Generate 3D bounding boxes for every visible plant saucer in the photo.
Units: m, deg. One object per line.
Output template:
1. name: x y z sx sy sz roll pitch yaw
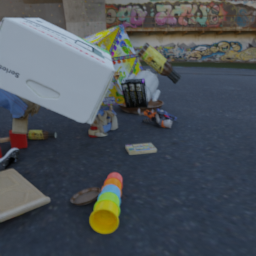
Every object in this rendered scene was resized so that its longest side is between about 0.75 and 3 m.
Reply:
1. plant saucer: -1.124 1.853 7.527 0.836 0.134 0.836 -16 12 4
2. plant saucer: 0.745 -1.354 17.431 2.884 0.527 2.884 -1 17 0

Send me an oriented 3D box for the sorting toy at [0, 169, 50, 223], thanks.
1. sorting toy: -3.766 1.931 7.107 2.638 0.520 2.850 -15 18 -40

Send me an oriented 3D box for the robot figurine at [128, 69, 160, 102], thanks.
1. robot figurine: 0.548 -1.489 10.415 1.355 0.902 1.598 29 55 1

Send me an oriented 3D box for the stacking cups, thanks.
1. stacking cups: -0.428 1.759 7.242 0.670 0.670 2.215 2 17 6

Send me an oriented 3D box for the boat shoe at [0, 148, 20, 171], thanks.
1. boat shoe: -4.080 1.106 9.741 0.420 0.443 1.266 9 20 9

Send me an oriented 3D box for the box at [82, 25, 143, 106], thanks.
1. box: -1.141 -2.515 12.175 2.871 2.765 1.751 1 39 43

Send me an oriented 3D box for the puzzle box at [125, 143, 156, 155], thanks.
1. puzzle box: 0.499 0.824 11.094 1.102 0.140 0.733 -5 17 -14

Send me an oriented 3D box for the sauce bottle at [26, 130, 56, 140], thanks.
1. sauce bottle: -3.810 0.306 12.282 1.280 0.414 0.414 -1 17 3

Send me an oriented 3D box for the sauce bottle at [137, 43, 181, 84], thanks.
1. sauce bottle: 1.190 -2.364 10.414 1.840 0.595 0.595 39 18 -6

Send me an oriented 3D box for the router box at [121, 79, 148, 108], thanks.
1. router box: 0.192 -0.950 7.840 0.649 0.870 0.222 1 44 15

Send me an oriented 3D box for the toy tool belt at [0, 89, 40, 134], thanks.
1. toy tool belt: -3.781 -1.221 7.720 2.992 1.839 1.868 32 -16 -21

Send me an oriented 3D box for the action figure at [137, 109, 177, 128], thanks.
1. action figure: 1.628 -0.441 14.442 1.898 0.993 1.836 18 9 -44

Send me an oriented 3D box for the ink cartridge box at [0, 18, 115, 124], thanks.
1. ink cartridge box: -1.528 -1.452 6.376 2.169 1.249 2.972 23 17 -14

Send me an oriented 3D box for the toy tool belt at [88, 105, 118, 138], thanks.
1. toy tool belt: -1.271 -0.462 13.255 1.318 1.297 2.110 7 19 21

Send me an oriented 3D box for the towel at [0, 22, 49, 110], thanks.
1. towel: -3.816 -2.277 10.288 0.466 2.759 2.888 -34 40 5

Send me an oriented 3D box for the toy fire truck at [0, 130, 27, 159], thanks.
1. toy fire truck: -5.328 0.762 10.349 2.878 0.702 2.030 -5 18 -14
